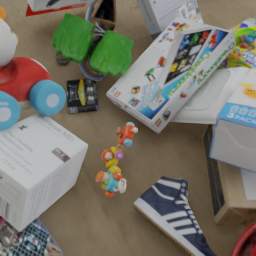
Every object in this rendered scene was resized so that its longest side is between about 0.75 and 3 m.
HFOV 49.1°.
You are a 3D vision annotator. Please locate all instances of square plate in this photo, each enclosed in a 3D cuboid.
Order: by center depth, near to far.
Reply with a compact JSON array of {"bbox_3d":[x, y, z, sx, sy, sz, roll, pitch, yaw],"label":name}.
[{"bbox_3d":[1.810,-0.887,7.087,1.899,0.270,1.881,5,51,48],"label":"square plate"}]

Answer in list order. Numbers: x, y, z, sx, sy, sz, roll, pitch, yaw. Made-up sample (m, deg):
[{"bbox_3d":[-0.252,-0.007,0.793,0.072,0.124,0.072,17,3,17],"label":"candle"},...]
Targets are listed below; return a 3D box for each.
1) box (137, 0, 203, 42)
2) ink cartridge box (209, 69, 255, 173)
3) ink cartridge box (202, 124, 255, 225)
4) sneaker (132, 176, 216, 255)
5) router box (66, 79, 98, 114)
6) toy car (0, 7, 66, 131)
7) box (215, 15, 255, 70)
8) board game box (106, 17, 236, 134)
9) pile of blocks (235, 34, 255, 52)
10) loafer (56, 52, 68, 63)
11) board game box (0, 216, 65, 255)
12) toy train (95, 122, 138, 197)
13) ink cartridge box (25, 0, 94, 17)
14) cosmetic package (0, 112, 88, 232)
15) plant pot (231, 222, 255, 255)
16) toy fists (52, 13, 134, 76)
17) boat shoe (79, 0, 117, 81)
[{"bbox_3d":[1.263,-3.774,8.551,0.546,2.651,2.066,5,39,50],"label":"box"},{"bbox_3d":[2.889,-0.304,5.420,1.633,0.962,2.837,19,40,28],"label":"ink cartridge box"},{"bbox_3d":[3.237,0.850,6.085,2.834,1.064,2.335,1,54,2],"label":"ink cartridge box"},{"bbox_3d":[1.166,1.792,5.560,2.026,0.710,1.099,36,70,26],"label":"sneaker"},{"bbox_3d":[-1.289,-0.914,7.860,0.822,0.273,1.045,-6,54,-6],"label":"router box"},{"bbox_3d":[-2.524,-1.421,5.501,1.958,2.214,2.040,-23,36,-39],"label":"toy car"},{"bbox_3d":[3.687,-1.783,7.847,2.126,1.347,2.207,-33,60,-21],"label":"box"},{"bbox_3d":[1.031,-1.480,7.195,2.984,0.516,1.884,-48,49,-6],"label":"board game box"},{"bbox_3d":[2.799,-2.065,6.808,0.256,0.338,0.824,-23,30,-5],"label":"pile of blocks"},{"bbox_3d":[-2.104,-2.583,8.981,0.479,0.444,1.275,-4,54,-3],"label":"loafer"},{"bbox_3d":[-2.665,2.184,5.494,1.824,0.466,2.692,-35,61,-23],"label":"board game box"},{"bbox_3d":[-0.288,0.645,5.966,0.434,1.171,1.559,21,57,-17],"label":"toy train"},{"bbox_3d":[-2.061,-4.163,9.054,2.328,2.020,0.507,-24,88,-27],"label":"ink cartridge box"},{"bbox_3d":[-1.915,0.785,5.533,1.343,1.344,1.629,34,38,12],"label":"cosmetic package"},{"bbox_3d":[2.818,2.440,3.928,2.407,2.192,2.407,0,84,1],"label":"plant pot"},{"bbox_3d":[-0.943,-2.081,7.388,2.135,0.734,1.088,23,88,-3],"label":"toy fists"},{"bbox_3d":[-0.843,-2.732,8.088,0.984,0.986,2.723,9,71,-26],"label":"boat shoe"}]
